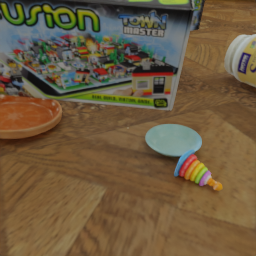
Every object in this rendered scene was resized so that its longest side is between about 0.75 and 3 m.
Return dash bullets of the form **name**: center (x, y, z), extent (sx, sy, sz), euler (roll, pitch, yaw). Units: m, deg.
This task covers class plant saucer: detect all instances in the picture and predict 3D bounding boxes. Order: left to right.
- **plant saucer**: center (-3.334, -0.396, 8.287), extent (2.660, 0.429, 2.660), euler (6, 28, -3)
- **plant saucer**: center (1.187, 0.383, 7.428), extent (1.464, 0.282, 1.464), euler (1, 33, 0)

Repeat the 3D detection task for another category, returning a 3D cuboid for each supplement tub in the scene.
- **supplement tub**: center (5.096, -2.368, 10.299), extent (1.858, 1.858, 2.556), euler (-20, 37, -28)

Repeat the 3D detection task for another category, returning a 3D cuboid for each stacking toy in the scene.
- **stacking toy**: center (1.617, 1.043, 6.230), extent (1.066, 0.585, 0.619), euler (34, 47, 27)

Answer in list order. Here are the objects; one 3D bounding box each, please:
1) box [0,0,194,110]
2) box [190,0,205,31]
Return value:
- **box**: center (-0.725, -1.054, 3.685), extent (2.845, 1.566, 0.494), euler (5, 50, 2)
- **box**: center (1.754, -4.273, 9.277), extent (1.517, 2.756, 0.478), euler (-9, 68, 2)
